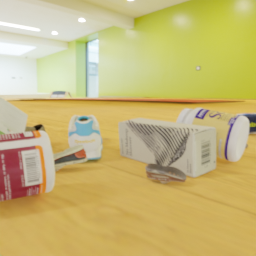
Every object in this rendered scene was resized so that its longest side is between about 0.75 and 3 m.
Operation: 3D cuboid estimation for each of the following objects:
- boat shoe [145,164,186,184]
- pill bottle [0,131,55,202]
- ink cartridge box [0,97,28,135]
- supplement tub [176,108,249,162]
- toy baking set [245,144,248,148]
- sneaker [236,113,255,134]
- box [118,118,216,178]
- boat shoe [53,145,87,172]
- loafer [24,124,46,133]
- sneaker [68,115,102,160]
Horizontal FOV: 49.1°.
[{"bbox_3d":[0.780,0.994,5.856,0.878,0.315,0.333,12,25,23],"label":"boat shoe"},{"bbox_3d":[-2.357,0.704,4.721,2.004,1.144,1.144,-6,10,-26],"label":"pill bottle"},{"bbox_3d":[-3.395,0.158,7.575,0.555,1.871,0.971,-30,-47,21],"label":"ink cartridge box"},{"bbox_3d":[2.298,0.133,7.750,1.718,1.249,1.249,15,16,34],"label":"supplement tub"},{"bbox_3d":[2.813,0.442,9.719,2.406,0.280,1.847,8,12,44],"label":"toy baking set"},{"bbox_3d":[5.386,-0.199,11.720,2.691,0.995,1.107,2,7,11],"label":"sneaker"},{"bbox_3d":[0.906,0.404,7.289,0.907,1.089,2.652,-12,13,-39],"label":"box"},{"bbox_3d":[-1.645,0.815,6.713,1.334,0.417,0.475,-20,18,-13],"label":"boat shoe"},{"bbox_3d":[-3.425,0.317,9.001,0.831,0.737,2.186,2,9,16],"label":"loafer"},{"bbox_3d":[-1.304,0.159,8.675,1.100,1.162,2.877,-3,8,-12],"label":"sneaker"}]
